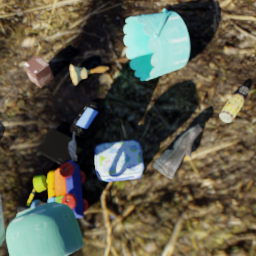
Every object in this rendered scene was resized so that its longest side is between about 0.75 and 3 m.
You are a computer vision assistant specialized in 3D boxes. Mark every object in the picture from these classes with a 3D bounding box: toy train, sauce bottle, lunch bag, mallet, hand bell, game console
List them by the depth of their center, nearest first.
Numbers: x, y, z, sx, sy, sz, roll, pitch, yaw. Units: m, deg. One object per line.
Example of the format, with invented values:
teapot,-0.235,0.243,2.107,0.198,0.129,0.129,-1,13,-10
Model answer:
toy train,-2.448,1.669,9.554,1.687,1.234,2.916,-15,63,7
mallet,-3.384,2.336,9.670,0.444,0.278,1.350,5,58,7
lunch bag,-0.332,1.212,9.960,1.690,0.697,1.359,-7,62,-4
game console,-1.991,0.104,10.733,1.686,0.345,2.858,26,65,12
sauce bottle,4.267,-0.982,11.183,0.557,0.557,1.722,32,67,15
hand bell,-1.592,-2.393,11.947,1.597,0.831,0.831,-16,63,-23

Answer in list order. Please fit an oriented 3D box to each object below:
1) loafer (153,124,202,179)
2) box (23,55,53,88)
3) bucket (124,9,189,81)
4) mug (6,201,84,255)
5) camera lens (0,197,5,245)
loafer,1.958,0.836,10.150,2.339,0.851,0.845,-44,79,-9
box,-3.713,-2.330,11.660,0.760,0.916,0.752,39,69,17
bucket,1.102,-3.337,11.303,1.763,2.710,2.710,-19,64,-16
mug,-1.984,2.389,6.320,1.520,1.849,1.144,-5,71,-50
camera lens,-3.738,1.874,6.259,1.673,1.673,2.092,-1,102,-1
